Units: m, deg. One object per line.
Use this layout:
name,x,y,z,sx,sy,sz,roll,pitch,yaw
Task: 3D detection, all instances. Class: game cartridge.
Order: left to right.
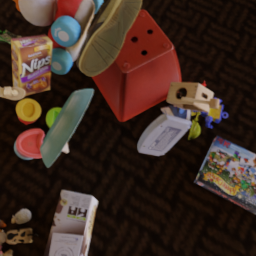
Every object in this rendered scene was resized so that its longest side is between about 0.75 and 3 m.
game cartridge,1.019,0.243,8.542,1.098,1.650,0.337,10,45,-31

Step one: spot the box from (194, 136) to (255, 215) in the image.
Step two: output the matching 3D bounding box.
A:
box,3.973,1.722,9.869,2.713,0.511,1.853,27,72,10

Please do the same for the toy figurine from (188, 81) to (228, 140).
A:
toy figurine,3.102,-0.508,10.434,1.319,1.161,2.202,15,71,0

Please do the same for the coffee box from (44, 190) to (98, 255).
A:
coffee box,-1.783,3.420,8.706,1.044,1.478,2.615,9,69,4

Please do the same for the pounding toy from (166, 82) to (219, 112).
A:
pounding toy,1.938,-0.955,8.046,1.560,1.370,0.714,12,86,44

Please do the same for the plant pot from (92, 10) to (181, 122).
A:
plant pot,0.215,-2.448,10.363,2.907,2.564,2.910,-29,72,-10

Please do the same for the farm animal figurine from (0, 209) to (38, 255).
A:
farm animal figurine,-3.795,3.643,8.942,1.664,0.877,1.682,-21,71,-8

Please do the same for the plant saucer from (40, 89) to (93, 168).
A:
plant saucer,-1.841,-0.112,7.969,0.462,2.572,2.572,30,70,-16

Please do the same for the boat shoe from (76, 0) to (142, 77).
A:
boat shoe,-0.669,-2.898,8.312,0.974,1.059,2.964,28,87,39

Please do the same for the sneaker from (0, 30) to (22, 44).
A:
sneaker,-3.534,-2.700,8.335,0.832,0.355,0.325,8,41,9

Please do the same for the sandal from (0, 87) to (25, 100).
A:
sandal,-3.037,-0.860,6.935,0.900,0.296,0.330,8,102,6

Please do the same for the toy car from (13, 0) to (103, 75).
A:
toy car,-2.509,-3.513,8.853,2.604,2.303,2.400,26,52,-7

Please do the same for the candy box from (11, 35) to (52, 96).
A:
candy box,-2.756,-1.749,8.019,0.991,1.699,0.480,-23,56,-35

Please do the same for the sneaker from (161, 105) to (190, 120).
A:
sneaker,1.828,-0.867,10.801,1.088,0.598,1.486,6,75,-2

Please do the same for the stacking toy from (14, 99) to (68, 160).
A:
stacking toy,-3.251,0.159,10.534,1.987,0.927,2.195,6,70,-26
